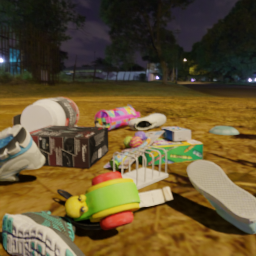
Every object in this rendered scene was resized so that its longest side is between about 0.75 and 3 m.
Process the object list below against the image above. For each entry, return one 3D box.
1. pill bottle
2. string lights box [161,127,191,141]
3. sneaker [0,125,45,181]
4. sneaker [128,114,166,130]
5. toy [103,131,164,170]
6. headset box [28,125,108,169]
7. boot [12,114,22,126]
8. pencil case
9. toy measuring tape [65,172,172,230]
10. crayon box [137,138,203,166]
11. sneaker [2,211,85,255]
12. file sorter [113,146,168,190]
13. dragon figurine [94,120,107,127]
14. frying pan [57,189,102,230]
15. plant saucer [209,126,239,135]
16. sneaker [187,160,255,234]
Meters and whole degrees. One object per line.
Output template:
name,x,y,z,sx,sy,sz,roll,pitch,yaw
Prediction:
pill bottle,-3.448,-0.452,12.619,1.735,1.735,2.995,1,10,7
string lights box,1.557,0.193,9.249,0.567,0.325,1.103,-5,7,-15
sneaker,-3.311,0.966,6.724,2.880,1.248,1.080,-15,43,18
sneaker,1.112,-0.212,14.612,2.143,0.782,0.758,-14,21,-21
toy,0.120,0.496,8.213,1.070,0.439,1.858,-8,29,49
headset box,-2.074,0.524,8.976,2.485,0.960,1.849,3,10,14
boot,-5.111,-0.210,14.248,1.735,0.972,2.508,0,-5,33
pencil case,-0.570,-0.516,14.879,1.224,1.224,2.770,6,13,32
toy measuring tape,0.109,1.139,4.623,2.419,0.890,0.890,4,4,-41
crayon box,1.230,0.711,9.004,1.990,0.580,1.182,-3,10,-20
sneaker,-1.013,1.516,3.860,1.823,0.707,0.831,11,10,43
file sorter,0.317,0.937,7.067,0.856,0.768,1.234,9,12,42
dragon figurine,-1.215,0.251,11.460,0.589,0.995,2.002,12,-7,-7
frying pan,-0.885,1.503,5.084,1.568,0.255,0.948,4,12,21
plant saucer,4.721,0.100,13.830,1.439,0.277,1.439,0,10,0
sneaker,1.636,1.243,5.015,0.623,0.691,1.686,-24,33,-10
